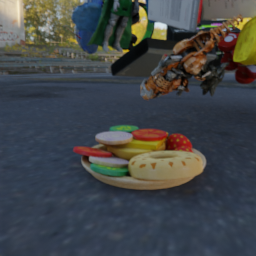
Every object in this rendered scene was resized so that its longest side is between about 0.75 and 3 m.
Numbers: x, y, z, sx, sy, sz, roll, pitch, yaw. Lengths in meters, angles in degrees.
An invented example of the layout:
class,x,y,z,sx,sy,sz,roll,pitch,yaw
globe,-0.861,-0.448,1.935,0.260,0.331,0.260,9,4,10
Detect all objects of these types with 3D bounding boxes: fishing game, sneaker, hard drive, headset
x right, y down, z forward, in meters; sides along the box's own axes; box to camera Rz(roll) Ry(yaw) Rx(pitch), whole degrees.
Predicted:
class,x,y,z,sx,sy,sz,roll,pitch,yaw
fishing game,-1.042,-2.859,7.203,1.247,0.194,0.893,-32,-32,23
sneaker,-0.878,-3.176,8.393,1.098,2.463,0.968,42,51,15
hard drive,1.135,-2.172,9.092,2.873,0.472,2.005,-5,-9,-35
headset,0.027,-3.582,10.151,2.872,1.774,1.349,-19,39,-38

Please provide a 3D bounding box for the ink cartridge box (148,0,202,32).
class,x,y,z,sx,sy,sz,roll,pitch,yaw
ink cartridge box,1.127,-2.952,5.775,0.663,1.581,1.388,-28,46,-32

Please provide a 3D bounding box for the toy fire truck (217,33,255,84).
class,x,y,z,sx,sy,sz,roll,pitch,yaw
toy fire truck,4.305,-2.682,9.723,1.852,1.237,2.206,-30,47,5

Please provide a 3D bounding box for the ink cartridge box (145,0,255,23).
class,x,y,z,sx,sy,sz,roll,pitch,yaw
ink cartridge box,2.079,-3.556,6.936,2.803,1.182,2.046,14,45,35

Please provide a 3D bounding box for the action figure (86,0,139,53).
class,x,y,z,sx,sy,sz,roll,pitch,yaw
action figure,-0.152,-3.023,6.862,1.363,2.308,0.631,-13,43,-41

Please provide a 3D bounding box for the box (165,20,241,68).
class,x,y,z,sx,sy,sz,roll,pitch,yaw
box,3.052,-3.532,11.922,2.697,1.676,2.003,-2,33,0

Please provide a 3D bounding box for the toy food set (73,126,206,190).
class,x,y,z,sx,sy,sz,roll,pitch,yaw
toy food set,0.247,0.497,5.475,2.460,0.605,2.486,4,15,19

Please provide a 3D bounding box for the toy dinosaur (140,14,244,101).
class,x,y,z,sx,sy,sz,roll,pitch,yaw
toy dinosaur,1.188,-1.170,5.209,2.093,1.069,1.421,-17,-11,37

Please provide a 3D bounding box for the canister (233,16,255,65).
class,x,y,z,sx,sy,sz,roll,pitch,yaw
canister,3.433,-1.578,5.716,2.092,0.905,1.553,14,12,6
